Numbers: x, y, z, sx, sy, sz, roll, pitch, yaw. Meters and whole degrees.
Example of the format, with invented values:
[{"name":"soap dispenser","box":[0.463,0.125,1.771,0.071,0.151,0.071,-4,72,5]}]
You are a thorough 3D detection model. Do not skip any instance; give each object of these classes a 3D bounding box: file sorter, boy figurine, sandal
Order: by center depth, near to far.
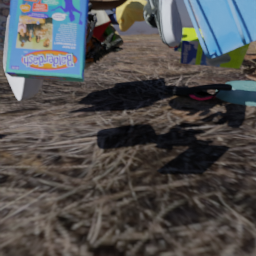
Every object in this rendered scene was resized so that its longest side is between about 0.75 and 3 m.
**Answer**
[{"name":"file sorter","box":[1.801,-1.924,3.710,2.006,1.392,1.231,-19,11,26]},{"name":"boy figurine","box":[-0.001,-3.866,9.118,0.724,1.397,2.247,0,15,-28]},{"name":"sandal","box":[2.926,-1.418,11.497,2.792,0.629,1.049,0,11,42]}]

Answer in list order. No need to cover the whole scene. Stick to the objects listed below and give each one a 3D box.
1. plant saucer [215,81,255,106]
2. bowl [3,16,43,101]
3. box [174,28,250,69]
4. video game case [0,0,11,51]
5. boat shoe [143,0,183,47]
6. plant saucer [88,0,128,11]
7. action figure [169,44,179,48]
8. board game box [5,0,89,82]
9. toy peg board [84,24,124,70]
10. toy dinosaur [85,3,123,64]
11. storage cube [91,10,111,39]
[{"name":"plant saucer","box":[5.079,-1.533,11.730,2.776,0.499,2.776,0,22,0]},{"name":"bowl","box":[-2.059,-1.408,5.650,0.515,1.380,1.378,-9,48,-36]},{"name":"box","box":[2.561,-2.543,8.943,2.241,0.534,1.366,7,-18,11]},{"name":"video game case","box":[-3.314,-2.827,7.188,1.768,1.943,0.230,7,51,-43]},{"name":"boat shoe","box":[0.741,-2.629,6.461,0.766,0.779,2.161,-17,55,24]},{"name":"plant saucer","box":[-0.863,-3.487,7.239,2.062,0.377,2.062,4,43,-4]},{"name":"action figure","box":[1.219,-2.932,8.313,0.518,0.655,2.003,-18,-19,15]},{"name":"board game box","box":[-1.024,-1.269,3.639,0.963,1.266,0.285,4,-3,-5]},{"name":"toy peg board","box":[-1.548,-3.768,11.092,1.976,1.984,0.970,-33,-9,0]},{"name":"toy dinosaur","box":[-1.067,-1.541,5.270,2.168,1.107,1.471,4,41,49]},{"name":"storage cube","box":[-2.387,-3.441,9.221,2.225,2.603,2.340,-37,4,-34]}]
